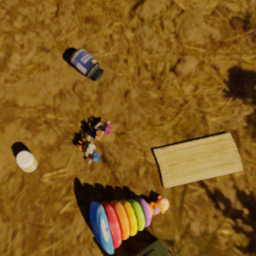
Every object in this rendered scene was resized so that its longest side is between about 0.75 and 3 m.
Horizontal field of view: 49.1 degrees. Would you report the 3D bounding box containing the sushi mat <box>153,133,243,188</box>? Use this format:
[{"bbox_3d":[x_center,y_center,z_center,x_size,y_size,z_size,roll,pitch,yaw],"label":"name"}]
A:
[{"bbox_3d":[2.496,1.148,10.002,2.961,0.179,1.417,-12,73,-4],"label":"sushi mat"}]

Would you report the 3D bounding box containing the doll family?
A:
[{"bbox_3d":[-1.242,0.385,9.778,0.748,1.030,1.660,28,82,-22],"label":"doll family"}]

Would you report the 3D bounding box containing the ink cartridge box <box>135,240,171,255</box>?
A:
[{"bbox_3d":[0.913,4.373,7.915,1.355,2.611,0.774,-32,99,-9],"label":"ink cartridge box"}]

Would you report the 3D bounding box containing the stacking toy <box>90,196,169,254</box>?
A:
[{"bbox_3d":[0.194,2.808,8.981,2.616,1.436,1.518,-12,85,-20],"label":"stacking toy"}]

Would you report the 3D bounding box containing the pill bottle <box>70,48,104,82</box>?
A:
[{"bbox_3d":[-1.562,-2.419,10.841,1.287,0.720,0.720,42,76,-2],"label":"pill bottle"}]

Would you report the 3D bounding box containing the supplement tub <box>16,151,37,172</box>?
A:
[{"bbox_3d":[-3.476,1.158,9.601,0.559,0.768,0.559,2,64,-3],"label":"supplement tub"}]
